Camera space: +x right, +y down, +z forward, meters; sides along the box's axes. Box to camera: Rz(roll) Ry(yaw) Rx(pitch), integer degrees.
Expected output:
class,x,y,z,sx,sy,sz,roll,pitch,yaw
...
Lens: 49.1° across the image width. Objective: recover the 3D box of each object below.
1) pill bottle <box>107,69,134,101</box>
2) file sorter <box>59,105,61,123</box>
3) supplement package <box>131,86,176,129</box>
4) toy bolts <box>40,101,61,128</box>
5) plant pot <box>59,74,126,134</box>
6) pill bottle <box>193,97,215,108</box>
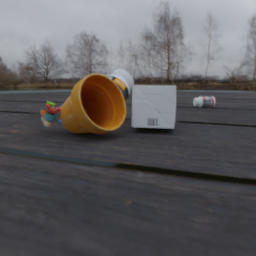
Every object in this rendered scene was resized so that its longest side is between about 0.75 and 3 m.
class,x,y,z,sx,sy,sz,roll,pitch,yaw
pill bottle,-0.832,-1.540,13.016,1.467,1.467,2.521,7,47,35
file sorter,-2.556,-0.746,13.269,0.957,0.846,1.380,2,10,10
supplement package,1.069,-0.820,10.969,1.567,1.556,2.065,2,5,10
toy bolts,-2.697,-0.409,10.205,1.077,0.782,1.128,19,8,-11
plant pot,-1.397,-0.626,9.741,1.807,1.974,1.974,-20,-6,43
pill bottle,5.266,-1.790,19.464,1.372,0.760,0.760,-1,10,-7
